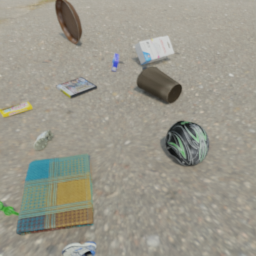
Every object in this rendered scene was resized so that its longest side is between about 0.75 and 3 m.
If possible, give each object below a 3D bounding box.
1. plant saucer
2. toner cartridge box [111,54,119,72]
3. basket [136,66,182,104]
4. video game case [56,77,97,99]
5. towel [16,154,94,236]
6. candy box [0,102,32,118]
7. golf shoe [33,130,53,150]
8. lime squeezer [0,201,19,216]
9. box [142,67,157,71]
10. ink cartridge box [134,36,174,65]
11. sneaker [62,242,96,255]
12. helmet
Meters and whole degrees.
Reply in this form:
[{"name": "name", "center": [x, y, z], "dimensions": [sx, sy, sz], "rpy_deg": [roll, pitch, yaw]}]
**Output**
[{"name": "plant saucer", "center": [-3.812, -6.974, 18.289], "dimensions": [0.507, 2.945, 2.945], "rpy_deg": [-30, 45, -24]}, {"name": "toner cartridge box", "center": [-0.731, -3.704, 15.830], "dimensions": [0.259, 0.570, 1.199], "rpy_deg": [14, 34, -11]}, {"name": "basket", "center": [1.545, -1.966, 13.041], "dimensions": [1.580, 1.192, 1.753], "rpy_deg": [-14, 41, -41]}, {"name": "video game case", "center": [-2.563, -2.021, 13.886], "dimensions": [1.530, 0.195, 1.382], "rpy_deg": [-27, 44, -32]}, {"name": "towel", "center": [-2.102, 1.861, 8.421], "dimensions": [2.066, 0.306, 2.817], "rpy_deg": [-6, 35, -7]}, {"name": "candy box", "center": [-4.896, -0.817, 12.231], "dimensions": [1.267, 0.167, 0.648], "rpy_deg": [-21, 37, -26]}, {"name": "golf shoe", "center": [-3.231, 0.494, 10.407], "dimensions": [0.503, 0.405, 1.035], "rpy_deg": [-10, 27, 30]}, {"name": "lime squeezer", "center": [-3.445, 2.218, 7.720], "dimensions": [1.436, 0.507, 0.271], "rpy_deg": [35, 69, -15]}, {"name": "box", "center": [1.109, -2.640, 14.222], "dimensions": [0.771, 0.784, 0.460], "rpy_deg": [-2, 36, -6]}, {"name": "ink cartridge box", "center": [1.517, -4.476, 16.098], "dimensions": [2.012, 1.158, 0.683], "rpy_deg": [-20, 1, -24]}, {"name": "sneaker", "center": [-1.197, 3.048, 6.875], "dimensions": [0.846, 0.326, 0.361], "rpy_deg": [-7, 39, -9]}, {"name": "helmet", "center": [2.051, 0.526, 9.435], "dimensions": [1.424, 1.424, 1.358], "rpy_deg": [-19, 33, -24]}]
